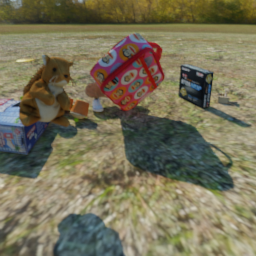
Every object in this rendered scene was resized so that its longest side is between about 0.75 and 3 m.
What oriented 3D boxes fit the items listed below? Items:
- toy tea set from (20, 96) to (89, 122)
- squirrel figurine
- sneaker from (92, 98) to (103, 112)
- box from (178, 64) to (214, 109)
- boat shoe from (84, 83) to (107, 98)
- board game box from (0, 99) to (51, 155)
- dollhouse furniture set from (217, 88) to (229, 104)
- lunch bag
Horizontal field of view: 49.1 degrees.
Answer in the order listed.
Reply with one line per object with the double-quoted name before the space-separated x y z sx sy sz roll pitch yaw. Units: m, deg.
"toy tea set" -2.663 -0.752 10.152 2.732 1.011 1.624 18 -1 42
"squirrel figurine" -1.734 -0.918 5.984 1.056 1.392 1.492 5 28 -36
"sneaker" -1.200 -0.901 10.712 0.389 0.377 1.066 -9 23 -16
"box" 2.703 -1.723 11.373 0.409 1.413 1.777 -9 26 -20
"boat shoe" -0.702 -1.558 11.189 2.152 0.774 0.697 -7 17 -17
"board game box" -4.034 -0.231 8.567 2.843 0.877 2.845 1 23 0
"dollhouse furniture set" 3.982 -1.409 11.820 0.419 0.491 0.947 7 24 11
"lunch bag" 0.187 -1.872 9.457 1.118 2.404 2.729 52 5 21
